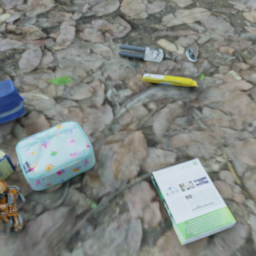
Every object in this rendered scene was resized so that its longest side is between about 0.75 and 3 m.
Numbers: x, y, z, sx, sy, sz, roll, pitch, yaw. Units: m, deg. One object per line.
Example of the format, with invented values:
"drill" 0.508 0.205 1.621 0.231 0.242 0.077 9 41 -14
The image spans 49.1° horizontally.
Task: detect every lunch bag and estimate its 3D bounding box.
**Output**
"lunch bag" -4.326 -0.777 9.446 1.679 1.111 1.141 -21 39 -14
"lunch bag" -2.204 0.756 8.330 2.123 0.818 1.702 -22 53 -17

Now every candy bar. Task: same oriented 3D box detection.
"candy bar" 1.585 -1.829 10.832 2.185 0.242 0.545 7 32 5

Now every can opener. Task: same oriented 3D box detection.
"can opener" 0.552 -3.180 11.938 1.967 0.518 0.654 10 16 6

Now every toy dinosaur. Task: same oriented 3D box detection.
"toy dinosaur" -3.570 1.798 7.244 1.463 1.101 2.155 -28 63 -20

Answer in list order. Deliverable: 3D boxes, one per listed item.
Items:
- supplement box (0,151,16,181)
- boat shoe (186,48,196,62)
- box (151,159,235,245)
"supplement box" -4.119 1.116 8.078 1.089 0.732 1.090 28 55 21
"boat shoe" 2.680 -3.116 11.935 0.281 0.277 0.780 -15 52 -12
"box" 1.701 1.932 7.649 1.490 0.375 2.064 -15 50 -12
